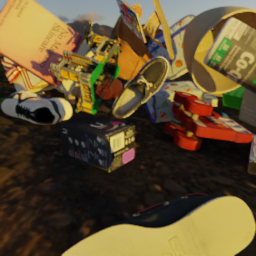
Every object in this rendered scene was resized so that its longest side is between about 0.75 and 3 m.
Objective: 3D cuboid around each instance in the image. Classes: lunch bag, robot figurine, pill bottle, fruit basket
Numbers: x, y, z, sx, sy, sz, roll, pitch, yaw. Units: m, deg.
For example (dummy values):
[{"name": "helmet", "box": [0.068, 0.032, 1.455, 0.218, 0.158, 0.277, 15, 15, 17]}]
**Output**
[{"name": "lunch bag", "box": [1.768, -1.201, 11.529, 2.068, 1.506, 2.432, -4, 27, -5]}, {"name": "robot figurine", "box": [-0.966, -2.072, 14.668, 1.246, 1.010, 1.733, 6, 19, 31]}, {"name": "pill bottle", "box": [3.157, -1.601, 6.914, 2.288, 1.294, 1.294, 32, 27, 8]}, {"name": "lunch bag", "box": [2.019, -3.207, 11.273, 2.453, 1.966, 0.927, -30, -4, 22]}, {"name": "fruit basket", "box": [5.304, -1.454, 13.003, 1.605, 1.158, 1.605, -11, 30, 7]}]

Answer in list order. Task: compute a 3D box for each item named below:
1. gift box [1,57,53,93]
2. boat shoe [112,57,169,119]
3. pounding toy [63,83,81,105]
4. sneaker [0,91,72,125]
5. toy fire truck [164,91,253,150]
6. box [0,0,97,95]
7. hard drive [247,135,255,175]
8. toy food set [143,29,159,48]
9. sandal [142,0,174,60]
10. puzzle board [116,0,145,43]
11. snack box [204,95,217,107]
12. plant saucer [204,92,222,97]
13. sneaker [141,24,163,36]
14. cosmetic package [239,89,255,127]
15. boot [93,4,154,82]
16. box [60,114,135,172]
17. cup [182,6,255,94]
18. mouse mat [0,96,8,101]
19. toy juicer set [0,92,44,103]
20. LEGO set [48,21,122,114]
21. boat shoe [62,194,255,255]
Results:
[{"name": "gift box", "box": [-5.058, -3.424, 15.089, 2.615, 2.834, 2.647, -26, 0, 37]}, {"name": "boat shoe", "box": [0.231, -0.820, 5.900, 0.595, 1.612, 0.486, 46, 15, -2]}, {"name": "pounding toy", "box": [-3.103, -2.077, 14.144, 1.369, 1.365, 2.387, -7, 20, -19]}, {"name": "sneaker", "box": [-3.758, -0.749, 10.842, 2.977, 1.097, 1.191, 5, 22, 15]}, {"name": "toy fire truck", "box": [2.460, -0.198, 9.003, 2.114, 1.411, 2.517, 10, 18, -12]}, {"name": "box", "box": [-2.305, -2.171, 7.457, 2.400, 1.535, 1.308, 32, -2, -27]}, {"name": "hard drive", "box": [4.092, 0.758, 7.599, 1.482, 0.401, 2.121, 10, 21, 24]}, {"name": "toy food set", "box": [0.694, -3.466, 11.775, 0.331, 1.648, 1.138, 45, 24, 19]}, {"name": "sandal", "box": [0.651, -2.805, 7.370, 0.702, 2.133, 0.782, -9, 17, 20]}, {"name": "puzzle board", "box": [0.036, -2.904, 7.451, 0.107, 0.925, 1.228, -32, 54, -4]}, {"name": "snack box", "box": [3.530, -1.348, 13.560, 1.410, 0.374, 1.003, 3, 20, 8]}, {"name": "plant saucer", "box": [4.979, -2.140, 15.703, 1.855, 0.449, 1.855, 12, 23, 29]}, {"name": "sneaker", "box": [1.218, -4.333, 12.975, 1.532, 0.559, 0.591, 34, 2, 16]}, {"name": "cosmetic package", "box": [5.102, -1.332, 10.334, 1.122, 2.487, 1.328, -5, 20, -14]}, {"name": "boot", "box": [0.297, -2.503, 8.825, 2.021, 2.613, 0.963, 35, -21, -7]}, {"name": "box", "box": [-0.861, 0.345, 7.840, 1.878, 0.996, 1.148, 14, 24, 36]}, {"name": "cup", "box": [2.641, -2.556, 8.468, 2.513, 2.513, 1.797, -7, 40, -18]}, {"name": "mouse mat", "box": [-6.402, -1.140, 12.495, 2.101, 0.079, 1.691, -14, 7, -23]}, {"name": "toy juicer set", "box": [-5.137, -1.030, 12.457, 2.550, 0.694, 1.622, -17, 7, -32]}, {"name": "LEGO set", "box": [-1.043, -1.401, 6.733, 1.139, 1.511, 1.965, 19, 65, 13]}, {"name": "boat shoe", "box": [0.362, 1.748, 4.088, 2.969, 1.086, 0.930, -15, -7, -17]}]
